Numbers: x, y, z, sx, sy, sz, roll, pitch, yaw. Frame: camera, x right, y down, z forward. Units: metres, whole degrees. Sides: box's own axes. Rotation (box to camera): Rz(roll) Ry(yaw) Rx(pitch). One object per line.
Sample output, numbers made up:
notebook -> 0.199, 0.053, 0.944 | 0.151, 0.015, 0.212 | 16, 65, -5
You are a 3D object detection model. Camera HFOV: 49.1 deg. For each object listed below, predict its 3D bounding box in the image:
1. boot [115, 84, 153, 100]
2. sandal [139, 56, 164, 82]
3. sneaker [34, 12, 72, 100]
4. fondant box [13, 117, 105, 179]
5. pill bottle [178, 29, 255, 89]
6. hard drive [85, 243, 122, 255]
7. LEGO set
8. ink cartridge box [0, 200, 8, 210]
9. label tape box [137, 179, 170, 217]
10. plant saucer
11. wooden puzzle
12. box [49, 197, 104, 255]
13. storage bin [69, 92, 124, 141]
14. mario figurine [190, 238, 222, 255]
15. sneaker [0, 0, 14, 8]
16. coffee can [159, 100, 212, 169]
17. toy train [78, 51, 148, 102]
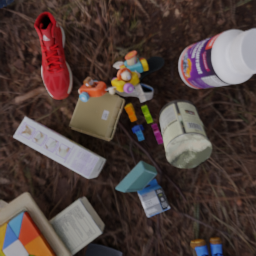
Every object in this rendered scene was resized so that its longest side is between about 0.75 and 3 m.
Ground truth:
boot -> 0.203, -1.345, 9.564 | 1.372, 0.656, 0.505 | 11, 74, 0
sandal -> 0.647, -2.050, 9.831 | 1.348, 0.323, 0.507 | -31, 84, 8
sneaker -> -2.612, -2.419, 9.239 | 1.100, 1.622, 2.808 | -13, 83, 0
fondant box -> -2.006, 0.671, 8.722 | 2.510, 1.811, 0.731 | 27, 83, 4
pill bottle -> 2.851, -2.045, 8.474 | 1.531, 2.748, 1.531 | -1, 93, -21
hard drive -> -0.814, 4.179, 9.002 | 1.131, 0.239, 0.763 | 15, 82, 2
LEGO set -> 0.367, -0.440, 9.177 | 0.812, 0.874, 2.129 | -21, 116, 5
ink cartridge box -> -4.170, 3.281, 8.725 | 1.065, 1.038, 1.657 | 26, 82, 4
label tape box -> 0.793, 2.269, 9.135 | 0.754, 0.348, 1.052 | -19, 75, -12
plant saucer -> 0.359, 1.465, 8.009 | 0.256, 2.701, 0.944 | 43, 90, 16
wooden puzzle -> -3.169, 3.467, 7.932 | 2.285, 0.460, 2.470 | -35, 83, -4
box -> -2.174, 3.455, 8.694 | 2.692, 1.046, 1.278 | -35, 83, -5
storage bin -> -1.034, -0.482, 9.462 | 1.482, 0.699, 1.492 | 18, 82, 2
mario figurine -> 2.581, 4.728, 8.747 | 1.472, 1.264, 2.385 | -18, 68, 33
sneaker -> -5.083, -4.797, 9.948 | 2.712, 1.045, 1.155 | -41, 80, -6
coffee can -> 1.685, 0.155, 8.590 | 1.312, 1.312, 1.793 | -2, 38, 0
toy train -> -0.456, -1.740, 8.816 | 1.863, 0.690, 2.480 | 7, 42, 31
